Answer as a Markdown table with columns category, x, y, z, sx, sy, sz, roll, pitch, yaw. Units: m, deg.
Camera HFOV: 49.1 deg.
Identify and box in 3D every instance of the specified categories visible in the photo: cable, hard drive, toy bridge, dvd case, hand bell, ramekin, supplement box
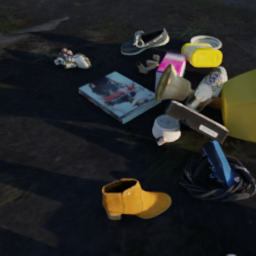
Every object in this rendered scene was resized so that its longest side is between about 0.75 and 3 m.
| category | x | y | z | sx | sy | sz | roll | pitch | yaw |
| --- | --- | --- | --- | --- | --- | --- | --- | --- | --- |
| cable | 2.551 | 1.394 | 8.329 | 2.147 | 0.545 | 1.752 | -6 | 44 | -4 |
| hard drive | 2.043 | -0.275 | 8.880 | 1.792 | 0.485 | 2.565 | 29 | 8 | 5 |
| toy bridge | 1.167 | -3.118 | 13.599 | 0.553 | 0.224 | 1.644 | 15 | 43 | 28 |
| dvd case | -0.377 | -1.355 | 11.582 | 2.101 | 0.317 | 2.878 | -30 | 49 | -30 |
| hand bell | 2.628 | -1.235 | 10.818 | 2.892 | 1.506 | 1.506 | 19 | 41 | -10 |
| ramekin | 1.369 | -0.020 | 9.954 | 0.991 | 0.520 | 0.991 | 0 | 42 | 0 |
| supplement box | 1.893 | -2.437 | 12.333 | 0.973 | 0.953 | 1.883 | 14 | 44 | 16 |

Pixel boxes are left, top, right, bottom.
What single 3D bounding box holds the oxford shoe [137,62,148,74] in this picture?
| category | x | y | z | sx | sy | sz | roll | pitch | yaw |
| --- | --- | --- | --- | --- | --- | --- | --- | --- | --- |
| oxford shoe | 0.618 | -2.754 | 12.895 | 0.265 | 0.281 | 0.751 | -45 | 56 | 6 |

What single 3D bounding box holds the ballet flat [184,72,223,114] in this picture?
| category | x | y | z | sx | sy | sz | roll | pitch | yaw |
| --- | --- | --- | --- | --- | --- | --- | --- | --- | --- |
| ballet flat | 2.578 | -1.049 | 9.913 | 0.779 | 2.166 | 0.779 | 9 | 56 | -14 |

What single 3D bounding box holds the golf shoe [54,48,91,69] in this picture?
| category | x | y | z | sx | sy | sz | roll | pitch | yaw |
| --- | --- | --- | --- | --- | --- | --- | --- | --- | --- |
| golf shoe | -2.623 | -3.115 | 13.417 | 1.988 | 0.767 | 0.876 | 24 | 65 | 30 |

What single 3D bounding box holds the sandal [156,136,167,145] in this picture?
| category | x | y | z | sx | sy | sz | roll | pitch | yaw |
| --- | --- | --- | --- | --- | --- | --- | --- | --- | --- |
| sandal | 1.087 | 0.396 | 9.315 | 0.317 | 0.828 | 0.237 | -32 | 79 | 7 |

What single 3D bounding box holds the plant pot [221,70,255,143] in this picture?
| category | x | y | z | sx | sy | sz | roll | pitch | yaw |
| --- | --- | --- | --- | --- | --- | --- | --- | --- | --- |
| plant pot | 4.274 | -0.741 | 9.772 | 1.835 | 2.080 | 2.080 | -3 | 41 | 13 |

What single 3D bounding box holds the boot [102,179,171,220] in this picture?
| category | x | y | z | sx | sy | sz | roll | pitch | yaw |
| --- | --- | --- | --- | --- | --- | --- | --- | --- | --- |
| boot | 0.284 | 1.788 | 7.273 | 1.904 | 1.363 | 0.670 | -10 | 46 | -11 |

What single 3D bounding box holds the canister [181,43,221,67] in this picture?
| category | x | y | z | sx | sy | sz | roll | pitch | yaw |
| --- | --- | --- | --- | --- | --- | --- | --- | --- | --- |
| canister | 3.391 | -3.410 | 13.113 | 1.439 | 0.838 | 1.937 | -1 | 24 | -2 |

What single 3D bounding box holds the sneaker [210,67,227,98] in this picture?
| category | x | y | z | sx | sy | sz | roll | pitch | yaw |
| --- | --- | --- | --- | --- | --- | --- | --- | --- | --- |
| sneaker | 3.652 | -1.905 | 11.843 | 0.933 | 0.821 | 2.206 | 1 | 42 | 1 |

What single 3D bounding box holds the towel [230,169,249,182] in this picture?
| category | x | y | z | sx | sy | sz | roll | pitch | yaw |
| --- | --- | --- | --- | --- | --- | --- | --- | --- | --- |
| towel | 3.263 | 1.283 | 8.806 | 0.633 | 0.104 | 0.874 | -26 | 48 | -25 |

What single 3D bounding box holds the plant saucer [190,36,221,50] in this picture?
| category | x | y | z | sx | sy | sz | roll | pitch | yaw |
| --- | --- | --- | --- | --- | --- | --- | --- | --- | --- |
| plant saucer | 4.103 | -4.379 | 14.930 | 1.608 | 0.404 | 1.608 | 0 | 42 | 0 |

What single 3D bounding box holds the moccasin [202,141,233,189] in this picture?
| category | x | y | z | sx | sy | sz | roll | pitch | yaw |
| --- | --- | --- | --- | --- | --- | --- | --- | --- | --- |
| moccasin | 2.692 | 1.131 | 8.426 | 0.601 | 0.509 | 1.494 | 2 | 67 | -51 |

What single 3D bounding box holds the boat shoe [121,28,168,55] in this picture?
| category | x | y | z | sx | sy | sz | roll | pitch | yaw |
| --- | --- | --- | --- | --- | --- | --- | --- | --- | --- |
| boat shoe | 0.741 | -4.380 | 14.155 | 2.526 | 0.781 | 0.946 | -8 | 66 | 19 |
